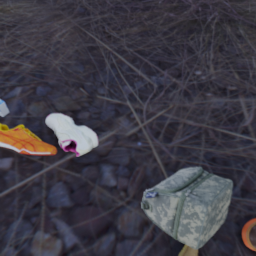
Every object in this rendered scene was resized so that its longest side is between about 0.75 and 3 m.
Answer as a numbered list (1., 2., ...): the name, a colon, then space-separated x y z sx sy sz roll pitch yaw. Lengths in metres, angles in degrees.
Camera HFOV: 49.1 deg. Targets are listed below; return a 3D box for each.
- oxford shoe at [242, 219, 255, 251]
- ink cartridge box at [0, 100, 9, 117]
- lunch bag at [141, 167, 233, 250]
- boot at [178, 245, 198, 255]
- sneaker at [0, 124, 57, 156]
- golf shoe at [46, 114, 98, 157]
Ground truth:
1. oxford shoe: 4.492 2.532 7.167 2.928 1.062 1.042 -19 82 -10
2. ink cartridge box: -5.039 -0.857 10.753 0.794 0.574 0.336 25 53 21
3. lunch bag: 1.552 1.923 7.403 1.730 1.437 2.062 17 23 36
4. boot: 1.923 3.470 6.989 1.341 0.444 1.174 32 63 25
5. sneaker: -3.439 0.395 9.286 2.333 0.851 0.900 15 86 10
6. golf shoe: -2.122 0.210 9.572 2.232 0.840 1.021 24 49 24
